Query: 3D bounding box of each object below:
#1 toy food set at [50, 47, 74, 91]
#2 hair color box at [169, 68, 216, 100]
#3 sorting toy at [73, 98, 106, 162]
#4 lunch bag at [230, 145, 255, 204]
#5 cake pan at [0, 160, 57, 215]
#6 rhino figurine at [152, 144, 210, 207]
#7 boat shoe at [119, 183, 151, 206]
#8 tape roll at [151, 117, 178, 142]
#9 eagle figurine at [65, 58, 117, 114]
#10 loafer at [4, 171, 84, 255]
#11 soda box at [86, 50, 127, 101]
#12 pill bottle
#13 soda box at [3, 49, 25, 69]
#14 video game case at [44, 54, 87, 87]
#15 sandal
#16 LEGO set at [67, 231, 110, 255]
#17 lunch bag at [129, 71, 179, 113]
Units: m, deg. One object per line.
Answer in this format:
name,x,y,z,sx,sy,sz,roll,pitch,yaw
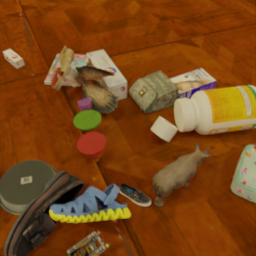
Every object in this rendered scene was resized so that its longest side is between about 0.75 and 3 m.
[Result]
toy food set,-2.804,-2.401,11.953,0.439,1.772,2.788,27,25,-28
hair color box,2.763,-1.890,12.451,1.958,0.634,1.070,-22,51,-17
sorting toy,-1.398,0.145,10.339,1.018,1.011,2.936,-13,45,-6
lunch bag,4.380,1.521,9.162,1.595,0.766,1.989,22,51,20
cake pan,-3.264,1.833,9.146,2.003,0.367,2.003,0,47,0
rhino figurine,1.756,1.359,8.940,2.602,1.138,0.778,-32,55,-24
boat shoe,0.210,2.084,8.899,1.147,0.380,0.401,27,52,23
tape roll,1.330,0.044,10.327,0.842,0.842,0.578,40,100,31
eagle figurine,-1.354,-1.867,11.145,1.817,1.807,2.394,26,22,-30
loafer,-2.294,2.450,8.039,0.906,1.034,2.878,11,46,22
soda box,-1.006,-2.405,12.702,0.880,0.942,2.765,-18,50,-16
pill bottle,3.315,-0.624,10.507,2.947,1.662,1.662,-8,47,-5
soda box,-5.751,-3.474,14.067,0.440,0.412,1.293,-35,57,-28
video game case,-2.927,-2.856,13.633,1.670,0.204,2.336,4,47,3
sandal,-1.053,2.137,7.894,2.351,0.934,1.024,5,73,-34
LEGO set,-0.697,3.425,7.053,0.964,1.279,1.663,-34,46,-8
lunch bag,1.029,-1.474,11.822,1.713,1.007,1.405,-25,52,-14
